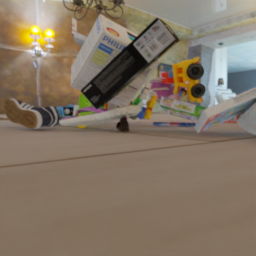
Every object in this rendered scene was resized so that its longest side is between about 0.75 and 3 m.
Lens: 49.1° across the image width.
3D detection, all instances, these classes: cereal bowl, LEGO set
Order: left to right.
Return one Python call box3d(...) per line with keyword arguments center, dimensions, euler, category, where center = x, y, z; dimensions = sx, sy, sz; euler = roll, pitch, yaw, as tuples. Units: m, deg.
box3d(center=(0.541, -0.733, 11.584), dimensions=(0.890, 0.957, 2.333), euler=(22, -36, -15), category="LEGO set")
box3d(center=(4.252, -0.734, 7.355), dimensions=(1.120, 2.688, 2.688), euler=(47, 20, 15), category="cereal bowl")

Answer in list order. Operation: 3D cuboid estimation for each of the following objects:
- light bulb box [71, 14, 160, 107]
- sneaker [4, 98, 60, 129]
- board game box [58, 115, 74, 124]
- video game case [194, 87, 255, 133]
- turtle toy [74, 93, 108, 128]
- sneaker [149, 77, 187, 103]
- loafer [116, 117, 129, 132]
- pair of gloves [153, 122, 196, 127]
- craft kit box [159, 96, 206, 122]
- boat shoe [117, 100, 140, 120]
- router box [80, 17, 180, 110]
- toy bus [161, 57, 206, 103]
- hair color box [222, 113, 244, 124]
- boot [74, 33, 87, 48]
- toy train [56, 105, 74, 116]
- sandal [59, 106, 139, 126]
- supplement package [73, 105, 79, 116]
box3d(center=(-0.502, -2.182, 9.600), dimensions=(2.221, 2.241, 1.398), euler=(20, 36, -28), category="light bulb box")
box3d(center=(-3.415, -0.536, 10.042), dimensions=(2.257, 0.791, 1.224), euler=(22, 21, 36), category="sneaker")
box3d(center=(-3.636, -0.370, 13.296), dimensions=(1.266, 0.264, 1.872), euler=(6, 12, 39), category="board game box")
box3d(center=(3.197, -0.680, 7.502), dimensions=(2.773, 0.242, 1.983), euler=(-23, -13, 2), category="video game case")
box3d(center=(-1.437, -0.957, 11.157), dimensions=(1.146, 1.653, 2.268), euler=(10, 18, -15), category="turtle toy")
box3d(center=(1.911, -1.626, 13.101), dimensions=(2.129, 1.214, 0.772), euler=(3, 1, -23), category="sneaker")
box3d(center=(-0.209, -0.120, 8.964), dimensions=(0.374, 0.383, 1.049), euler=(-5, 10, -6), category="loafer")
box3d(center=(1.937, -0.147, 11.827), dimensions=(1.740, 0.198, 1.399), euler=(-1, 2, -23), category="pair of gloves")
box3d(center=(1.730, -0.526, 8.639), dimensions=(1.348, 0.331, 1.365), euler=(14, -4, 19), category="craft kit box")
box3d(center=(-0.196, -1.211, 14.139), dimensions=(0.695, 0.831, 2.324), euler=(5, 32, -37), category="boat shoe")
box3d(center=(0.142, -1.753, 7.654), dimensions=(2.638, 0.689, 2.074), euler=(-39, 5, 20), category="router box")
box3d(center=(2.385, -1.954, 12.064), dimensions=(1.815, 1.891, 1.283), euler=(-6, 8, 16), category="toy bus")
box3d(center=(5.081, -0.635, 15.021), dimensions=(1.268, 0.731, 2.287), euler=(-3, 6, -42), category="hair color box")
box3d(center=(-1.310, -2.587, 10.817), dimensions=(2.368, 1.132, 0.871), euler=(28, 5, -43), category="boot")
box3d(center=(-3.459, -0.788, 15.818), dimensions=(1.188, 0.901, 2.079), euler=(-9, -2, 2), category="toy train")
box3d(center=(-0.978, -0.526, 9.436), dimensions=(2.722, 0.669, 1.108), euler=(-9, -8, 6), category="sandal")
box3d(center=(-2.148, -0.684, 14.076), dimensions=(0.753, 0.748, 0.993), euler=(8, 0, 43), category="supplement package")
